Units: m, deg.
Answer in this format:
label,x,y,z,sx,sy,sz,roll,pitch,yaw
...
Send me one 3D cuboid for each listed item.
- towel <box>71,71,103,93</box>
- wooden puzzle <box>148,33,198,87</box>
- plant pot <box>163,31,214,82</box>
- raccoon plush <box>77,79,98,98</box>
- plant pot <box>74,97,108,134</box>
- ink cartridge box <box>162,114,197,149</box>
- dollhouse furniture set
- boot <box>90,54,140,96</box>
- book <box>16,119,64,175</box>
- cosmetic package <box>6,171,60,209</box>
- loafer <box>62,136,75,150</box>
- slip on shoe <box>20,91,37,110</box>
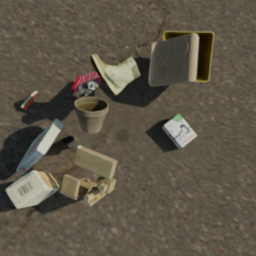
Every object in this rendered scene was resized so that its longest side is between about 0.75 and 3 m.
label,x,y,z,sx,sy,sz,roll,pitch,yaw
towel,-1.530,-1.904,11.118,1.491,0.168,1.078,-14,39,24
wooden puzzle,1.536,-2.216,9.422,1.725,0.399,1.598,1,83,39
plant pot,2.237,-2.782,10.710,1.750,1.543,1.750,5,110,10
raccoon plush,-1.411,-1.419,10.006,0.685,1.022,0.494,-27,93,-5
plant pot,-1.239,-0.375,9.418,1.125,1.125,0.976,6,121,1
ink cartridge box,2.058,0.152,11.269,0.836,0.482,1.146,-38,84,-11
dollhouse furniture set,-1.140,1.585,9.931,1.722,1.476,1.811,19,104,20
boot,-0.426,-2.106,9.662,1.284,0.598,1.660,-38,121,-4
book,-3.182,0.745,10.076,0.526,2.187,1.461,38,46,-17
cosmetic package,-3.313,2.186,10.017,1.135,2.158,0.767,-35,81,-9
loafer,-2.223,0.615,10.823,0.488,1.341,0.485,-31,101,-8
slip on shoe,-4.115,-1.145,11.737,0.290,0.351,0.947,41,72,-26
